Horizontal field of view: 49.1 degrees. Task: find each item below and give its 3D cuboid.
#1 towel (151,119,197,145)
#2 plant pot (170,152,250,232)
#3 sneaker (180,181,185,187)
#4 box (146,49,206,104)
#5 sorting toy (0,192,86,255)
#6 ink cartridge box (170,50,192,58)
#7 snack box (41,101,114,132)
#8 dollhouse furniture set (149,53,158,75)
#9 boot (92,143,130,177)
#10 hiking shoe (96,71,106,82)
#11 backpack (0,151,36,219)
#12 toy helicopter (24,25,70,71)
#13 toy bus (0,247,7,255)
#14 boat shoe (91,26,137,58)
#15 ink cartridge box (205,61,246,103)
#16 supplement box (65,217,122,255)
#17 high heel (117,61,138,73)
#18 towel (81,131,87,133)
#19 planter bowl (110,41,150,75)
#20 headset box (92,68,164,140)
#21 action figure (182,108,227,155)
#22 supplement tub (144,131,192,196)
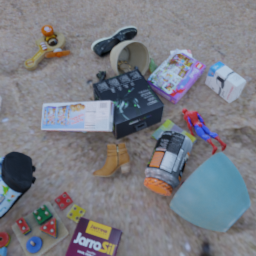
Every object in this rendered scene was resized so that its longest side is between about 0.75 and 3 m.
[{"bbox_3d":[1.723,0.381,10.533,1.077,0.171,1.500,-41,60,-18],"label":"towel"},{"bbox_3d":[2.566,2.068,8.147,2.284,2.284,1.538,-35,61,-21],"label":"plant pot"},{"bbox_3d":[2.341,2.054,9.138,1.303,0.565,0.480,19,75,12],"label":"sneaker"},{"bbox_3d":[2.067,-2.254,12.099,1.554,0.444,2.272,36,68,17],"label":"box"},{"bbox_3d":[-2.656,3.052,8.605,2.736,0.463,1.319,-32,61,-21],"label":"sorting toy"},{"bbox_3d":[2.457,-3.319,13.088,0.960,0.324,0.559,-3,60,-3],"label":"ink cartridge box"},{"bbox_3d":[-1.915,-0.406,10.261,2.907,0.353,1.045,0,84,23],"label":"snack box"},{"bbox_3d":[0.853,-2.838,12.550,0.508,0.664,1.013,-14,57,-16],"label":"dollhouse furniture set"},{"bbox_3d":[-0.618,1.099,9.586,1.373,0.526,1.066,-10,90,-8],"label":"boot"},{"bbox_3d":[-1.239,-2.215,12.364,0.426,0.321,0.847,7,45,7],"label":"hiking shoe"},{"bbox_3d":[-4.004,1.935,8.470,1.704,2.217,1.808,25,16,-26],"label":"backpack"},{"bbox_3d":[-3.820,-3.527,13.084,1.595,0.951,2.411,34,72,11],"label":"toy helicopter"},{"bbox_3d":[-4.221,4.033,7.687,1.640,0.847,1.547,-19,57,-13],"label":"toy bus"},{"bbox_3d":[-0.508,-4.010,13.245,2.393,0.894,0.793,-24,59,-14],"label":"boat shoe"},{"bbox_3d":[4.018,-1.894,11.674,0.600,1.041,1.434,-31,61,-20],"label":"ink cartridge box"},{"bbox_3d":[-1.127,3.872,7.622,1.325,1.028,2.400,16,57,4],"label":"supplement box"},{"bbox_3d":[-0.097,-2.503,12.189,1.196,0.427,0.853,13,48,-14],"label":"high heel"},{"bbox_3d":[-1.801,-0.235,11.014,0.835,0.201,0.715,28,63,15],"label":"towel"},{"bbox_3d":[-0.086,-2.991,12.198,1.726,1.726,1.162,-32,40,-20],"label":"planter bowl"},{"bbox_3d":[0.007,-0.918,10.964,2.054,1.094,2.359,-23,59,-16],"label":"headset box"},{"bbox_3d":[2.729,0.041,10.644,0.749,0.591,2.288,-19,54,-18],"label":"action figure"},{"bbox_3d":[1.295,1.158,9.249,1.184,1.184,1.932,20,66,13],"label":"supplement tub"}]
